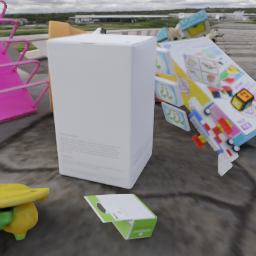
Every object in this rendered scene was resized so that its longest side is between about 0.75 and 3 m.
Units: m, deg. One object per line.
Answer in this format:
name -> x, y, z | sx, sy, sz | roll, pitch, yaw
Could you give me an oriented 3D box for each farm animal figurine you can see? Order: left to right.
farm animal figurine -> 2.292, -2.716, 10.206 | 2.278, 1.839, 1.145 | 15, 55, 7

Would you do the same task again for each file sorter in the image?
file sorter -> -3.568, -1.719, 7.253 | 1.904, 2.740, 1.718 | -25, -8, -45

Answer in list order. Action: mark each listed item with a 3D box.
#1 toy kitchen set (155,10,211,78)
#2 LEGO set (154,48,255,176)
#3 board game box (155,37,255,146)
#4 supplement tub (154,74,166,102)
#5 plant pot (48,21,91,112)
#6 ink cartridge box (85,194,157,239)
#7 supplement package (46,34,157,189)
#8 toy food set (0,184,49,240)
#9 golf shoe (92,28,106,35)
toy kitchen set -> 1.650, -2.362, 8.182 | 1.662, 1.222, 2.074 | -19, 60, 24
LEGO set -> 1.161, -0.402, 5.332 | 0.661, 2.011, 2.692 | -33, 34, -17
board game box -> 2.193, -1.028, 6.969 | 2.278, 0.600, 2.977 | -20, 63, -39
supplement tub -> 0.837, -1.398, 9.371 | 0.846, 0.846, 1.380 | -14, 33, -30
plant pot -> -1.367, -1.718, 8.225 | 1.776, 2.537, 2.537 | 0, 23, -14
ink cartridge box -> -0.138, 1.184, 3.776 | 0.840, 0.318, 0.621 | 8, 15, -35
supplement package -> -0.367, -0.401, 5.126 | 1.464, 2.415, 1.446 | 9, 24, 18
toy food set -> -2.178, 1.221, 3.712 | 2.213, 0.723, 1.302 | -2, -1, -10
golf shoe -> -1.094, -1.860, 6.335 | 1.412, 0.667, 0.549 | -35, 21, 33
